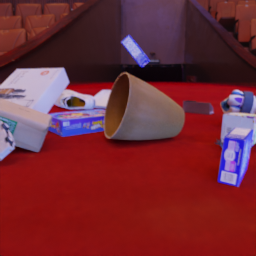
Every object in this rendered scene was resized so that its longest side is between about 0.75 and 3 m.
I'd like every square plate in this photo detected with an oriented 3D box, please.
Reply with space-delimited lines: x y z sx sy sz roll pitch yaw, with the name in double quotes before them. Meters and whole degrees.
"square plate" -1.084 -1.572 15.614 1.982 0.285 2.001 6 34 28

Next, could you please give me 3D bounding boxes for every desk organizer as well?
"desk organizer" 3.363 -0.996 13.507 1.425 0.549 0.511 9 15 36

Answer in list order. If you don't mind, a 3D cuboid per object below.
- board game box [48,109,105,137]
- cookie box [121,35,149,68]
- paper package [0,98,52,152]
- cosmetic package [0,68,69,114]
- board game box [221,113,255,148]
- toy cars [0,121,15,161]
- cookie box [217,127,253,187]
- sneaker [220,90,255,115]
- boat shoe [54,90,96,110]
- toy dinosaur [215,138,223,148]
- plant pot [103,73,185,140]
"board game box" -1.556 -0.236 9.926 2.334 0.523 1.569 -8 14 -35
"cookie box" 0.279 -2.809 10.368 0.421 1.120 0.958 -38 3 11
"paper package" -2.938 -0.105 7.468 1.583 0.819 1.509 20 7 -15
"cosmetic package" -3.752 -1.089 10.101 2.196 0.752 2.912 4 44 17
"board game box" 3.142 0.014 7.748 0.783 0.797 1.520 7 8 29
"toy cars" -3.326 0.348 6.689 2.174 0.975 0.481 0 -30 31
"cookie box" 2.100 0.521 5.441 0.395 0.900 1.052 11 15 29
"sneaker" 4.460 -0.669 9.544 2.024 1.114 2.764 13 -3 -20
"boat shoe" -3.105 -1.424 14.763 2.764 0.980 0.965 13 14 25
"toy dinosaur" 2.510 0.552 6.844 0.565 1.076 0.977 -7 -32 45
"plant pot" 0.556 -0.430 8.267 2.048 1.908 1.908 13 7 -21
